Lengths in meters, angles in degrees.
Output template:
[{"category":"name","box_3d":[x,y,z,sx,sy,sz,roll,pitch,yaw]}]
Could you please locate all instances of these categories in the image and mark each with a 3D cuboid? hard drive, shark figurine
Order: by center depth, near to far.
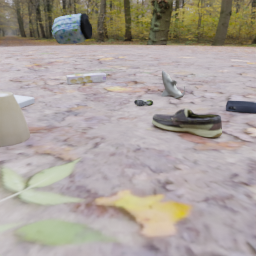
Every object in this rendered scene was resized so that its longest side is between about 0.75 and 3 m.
[{"category":"hard drive","box_3d":[4.446,-0.824,10.782,1.273,0.270,0.859,7,21,17]},{"category":"shark figurine","box_3d":[1.945,-1.609,12.646,0.843,1.206,2.019,-27,42,-2]}]

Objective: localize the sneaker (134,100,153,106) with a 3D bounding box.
[{"category":"sneaker","box_3d":[0.612,-1.034,11.427,0.775,0.286,0.314,3,12,-14]}]

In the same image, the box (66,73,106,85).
[{"category":"box","box_3d":[-2.354,-2.807,15.903,2.249,0.466,0.435,-9,22,-25]}]

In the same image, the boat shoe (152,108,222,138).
[{"category":"boat shoe","box_3d":[1.785,-0.264,8.617,2.206,0.715,0.808,10,22,25]}]

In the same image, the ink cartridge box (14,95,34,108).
[{"category":"ink cartridge box","box_3d":[-4.711,-1.026,11.345,1.253,0.276,1.277,9,24,24]}]

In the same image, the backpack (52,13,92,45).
[{"category":"backpack","box_3d":[-1.896,-3.230,9.198,1.200,0.922,0.979,12,-17,9]}]

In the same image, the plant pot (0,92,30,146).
[{"category":"plant pot","box_3d":[-3.486,-0.312,7.908,1.224,1.307,1.224,1,21,0]}]
